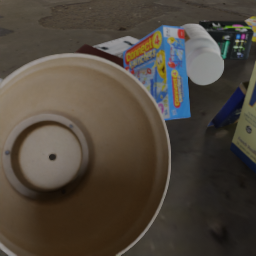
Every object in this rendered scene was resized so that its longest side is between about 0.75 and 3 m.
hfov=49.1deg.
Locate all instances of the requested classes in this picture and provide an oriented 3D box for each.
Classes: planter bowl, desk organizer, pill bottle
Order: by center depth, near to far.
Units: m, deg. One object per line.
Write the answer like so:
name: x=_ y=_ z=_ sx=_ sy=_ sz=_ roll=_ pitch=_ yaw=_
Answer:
planter bowl: x=-0.951 y=0.449 z=4.167 sx=2.641 sy=2.641 sz=1.778 roll=-27 pitch=11 yaw=-32
desk organizer: x=-0.769 y=-1.903 z=8.989 sx=2.062 sy=0.740 sz=0.794 roll=26 pitch=55 yaw=17
pill bottle: x=2.324 y=-2.507 z=9.540 sx=1.405 sy=1.405 sz=2.457 roll=-2 pitch=36 yaw=-2

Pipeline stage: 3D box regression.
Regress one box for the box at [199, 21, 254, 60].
box: x=3.779 y=-3.498 z=11.149 sx=1.846 sy=1.148 sz=1.371 roll=1 pitch=37 yaw=3

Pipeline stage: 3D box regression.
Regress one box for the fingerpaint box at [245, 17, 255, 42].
fingerpaint box: x=6.211 y=-4.411 z=12.742 sx=1.877 sy=0.689 sz=1.566 roll=26 pitch=43 yaw=31

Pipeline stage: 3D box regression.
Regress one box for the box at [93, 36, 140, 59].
box: x=-0.372 y=-2.858 z=10.723 sx=2.078 sy=0.625 sz=1.212 roll=-29 pitch=45 yaw=-32

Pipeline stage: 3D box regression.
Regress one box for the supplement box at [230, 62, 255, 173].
supplement box: x=4.093 y=-0.417 z=5.539 sx=2.907 sy=2.910 sz=1.954 roll=-14 pitch=39 yaw=-18

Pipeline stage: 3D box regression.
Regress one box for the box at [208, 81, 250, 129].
box: x=2.785 y=-0.527 z=6.783 sx=1.129 sy=1.864 sz=0.302 roll=-15 pitch=65 yaw=-18

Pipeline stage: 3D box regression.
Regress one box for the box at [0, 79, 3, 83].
box: x=-4.376 y=-0.959 z=7.747 sx=2.379 sy=0.575 sz=1.884 roll=23 pitch=31 yaw=37

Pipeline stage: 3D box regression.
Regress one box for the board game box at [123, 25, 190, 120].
board game box: x=0.575 y=-1.101 z=6.543 sx=0.540 sy=1.891 sz=1.931 roll=-4 pitch=-1 yaw=-27
